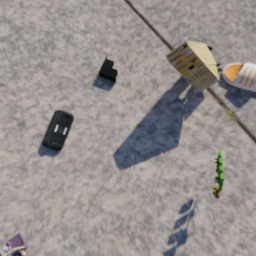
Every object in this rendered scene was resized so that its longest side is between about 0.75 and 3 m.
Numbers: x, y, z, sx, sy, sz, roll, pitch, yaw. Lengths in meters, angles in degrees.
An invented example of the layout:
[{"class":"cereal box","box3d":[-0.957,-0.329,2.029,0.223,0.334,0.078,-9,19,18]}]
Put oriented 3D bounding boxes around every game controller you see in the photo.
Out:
[{"class":"game controller","box3d":[-2.839,0.071,11.396,0.874,0.353,1.676,21,70,-10]}]

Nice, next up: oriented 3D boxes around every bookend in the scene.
[{"class":"bookend","box3d":[-0.753,-2.533,12.198,0.825,0.382,0.830,21,73,5]}]

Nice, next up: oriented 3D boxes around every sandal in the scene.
[{"class":"sandal","box3d":[5.544,-2.105,11.810,2.959,0.848,1.134,22,73,7]}]

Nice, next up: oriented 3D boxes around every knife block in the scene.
[{"class":"knife block","box3d":[2.644,-2.811,10.977,0.924,2.888,2.535,-31,40,33]}]

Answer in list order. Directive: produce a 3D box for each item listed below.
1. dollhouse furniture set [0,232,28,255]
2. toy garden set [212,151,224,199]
[{"class":"dollhouse furniture set","box3d":[-4.285,4.667,9.403,1.789,1.270,1.417,-34,75,-10]},{"class":"toy garden set","box3d":[3.038,1.640,9.603,0.264,1.103,1.323,3,36,12]}]
